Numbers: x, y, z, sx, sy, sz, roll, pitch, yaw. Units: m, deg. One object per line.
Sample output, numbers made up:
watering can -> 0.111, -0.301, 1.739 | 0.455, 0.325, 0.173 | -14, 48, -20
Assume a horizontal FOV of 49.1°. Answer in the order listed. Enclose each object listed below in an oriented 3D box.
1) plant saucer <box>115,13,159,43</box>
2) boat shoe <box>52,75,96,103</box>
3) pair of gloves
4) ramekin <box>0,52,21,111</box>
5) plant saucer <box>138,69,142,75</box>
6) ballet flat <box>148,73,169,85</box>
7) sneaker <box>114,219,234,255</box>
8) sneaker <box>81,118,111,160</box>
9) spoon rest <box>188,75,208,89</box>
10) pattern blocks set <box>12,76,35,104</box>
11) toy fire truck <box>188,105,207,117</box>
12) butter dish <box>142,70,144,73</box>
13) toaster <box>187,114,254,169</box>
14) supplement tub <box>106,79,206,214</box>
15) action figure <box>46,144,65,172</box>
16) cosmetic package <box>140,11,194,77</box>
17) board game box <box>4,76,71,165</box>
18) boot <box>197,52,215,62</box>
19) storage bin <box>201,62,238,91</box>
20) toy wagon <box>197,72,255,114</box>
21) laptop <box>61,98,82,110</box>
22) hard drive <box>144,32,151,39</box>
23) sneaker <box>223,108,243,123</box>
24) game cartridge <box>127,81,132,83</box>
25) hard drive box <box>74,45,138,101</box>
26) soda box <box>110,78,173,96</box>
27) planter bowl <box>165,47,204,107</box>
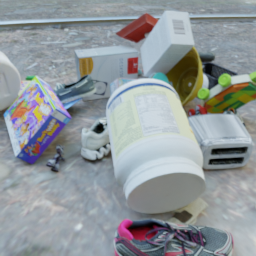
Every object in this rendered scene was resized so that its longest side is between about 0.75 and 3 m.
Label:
plant saucer -> 0.486, -3.874, 11.160 | 1.494, 0.275, 1.497 | -24, -7, 30
boat shoe -> -2.337, -1.395, 10.189 | 2.262, 0.699, 0.823 | -14, 36, -5
pair of gloves -> 1.066, 1.819, 6.440 | 1.042, 0.215, 1.225 | -33, 39, -33
ramekin -> -4.772, -1.566, 9.532 | 2.169, 2.169, 1.057 | -27, 47, -35
plant saucer -> -0.723, -2.422, 13.001 | 2.818, 0.267, 0.985 | -22, 39, -30
ballet flat -> 0.769, -0.598, 8.920 | 0.988, 0.988, 2.662 | 4, 56, 7
sneaker -> 0.876, 2.177, 5.282 | 2.284, 0.853, 0.921 | -2, 33, -3
sneaker -> -0.463, 0.072, 8.429 | 0.869, 0.937, 2.313 | 15, 33, 39
spoon rest -> 2.699, -1.856, 11.759 | 0.544, 0.892, 1.795 | -2, 16, -32
pattern blocks set -> -4.780, -1.548, 11.687 | 2.574, 0.237, 2.928 | 4, 32, 6
toy fire truck -> 2.306, -0.196, 8.923 | 0.545, 0.972, 0.816 | -6, 29, -13
butter dish -> 1.676, -2.870, 13.115 | 1.466, 1.087, 1.470 | 22, 81, 36
toaster -> 2.556, 0.382, 7.864 | 2.028, 1.152, 1.310 | -1, 36, -6
supplement tub -> 0.558, 0.370, 6.482 | 1.938, 1.938, 2.673 | -5, 49, -8
action figure -> -1.939, 0.806, 7.778 | 0.290, 0.543, 0.835 | -2, 44, 22
cosmetic package -> 1.252, -2.775, 9.652 | 0.844, 1.202, 2.370 | -3, -13, -19
board game box -> -2.868, -0.351, 8.561 | 1.740, 0.579, 2.587 | -49, 41, 4
boot -> 3.526, -3.674, 14.733 | 1.602, 0.581, 1.457 | -12, 20, -31
storage bin -> 3.590, -2.072, 11.975 | 1.222, 0.848, 1.808 | -17, 37, -25
toy wagon -> 3.449, -1.164, 8.959 | 1.814, 2.338, 0.463 | 14, 55, -38
laptop -> -2.825, -0.982, 10.064 | 1.664, 0.965, 1.558 | 39, 41, 5
hard drive -> 1.365, -3.581, 11.268 | 1.206, 0.796, 0.158 | -5, 50, 29
sneaker -> 3.442, -0.349, 9.205 | 0.616, 0.660, 1.666 | 5, 12, 26
game cartridge -> 0.156, -0.791, 8.817 | 0.237, 0.801, 1.235 | -12, 47, 24
hard drive box -> -0.851, -2.228, 11.277 | 2.356, 1.836, 0.905 | -11, 35, -16
soda box -> 0.516, -1.278, 10.022 | 2.244, 0.713, 0.767 | -1, -9, -28
planter bowl -> 2.000, -1.735, 10.488 | 1.089, 2.614, 2.614 | 13, 22, -34
